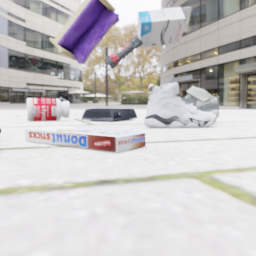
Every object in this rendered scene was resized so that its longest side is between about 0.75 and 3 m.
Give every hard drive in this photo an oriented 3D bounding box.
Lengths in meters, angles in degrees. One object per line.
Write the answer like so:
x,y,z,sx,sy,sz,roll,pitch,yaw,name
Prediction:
-0.879,-0.693,14.407,1.971,0.618,2.922,2,5,25,hard drive

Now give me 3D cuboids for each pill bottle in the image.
-3.928,-0.885,13.763,1.979,1.111,1.111,-2,5,-20,pill bottle

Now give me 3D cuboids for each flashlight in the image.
-0.159,-2.723,9.991,1.449,0.491,0.492,-38,-1,9,flashlight

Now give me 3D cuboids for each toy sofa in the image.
-1.485,-3.460,9.733,1.160,2.376,0.984,47,14,19,toy sofa

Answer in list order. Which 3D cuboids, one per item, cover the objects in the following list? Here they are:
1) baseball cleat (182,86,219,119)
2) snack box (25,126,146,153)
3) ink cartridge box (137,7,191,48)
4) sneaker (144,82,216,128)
2.207,-0.921,11.465,2.921,1.554,1.018,-2,13,5,baseball cleat
-0.943,0.178,5.648,2.530,0.308,0.909,3,6,36,snack box
1.476,-3.994,11.155,2.168,0.723,1.256,-8,-32,-4,ink cartridge box
1.881,-0.790,9.861,2.698,1.551,1.014,-1,5,-12,sneaker
